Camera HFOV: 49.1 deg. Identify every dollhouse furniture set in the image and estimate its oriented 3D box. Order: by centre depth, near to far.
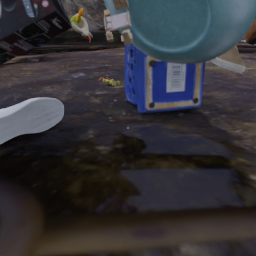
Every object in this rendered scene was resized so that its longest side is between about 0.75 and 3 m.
[{"bbox_3d":[-0.179,-1.626,4.168,0.403,0.777,0.344,-10,-21,10],"label":"dollhouse furniture set"}]

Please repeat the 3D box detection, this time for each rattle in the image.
[{"bbox_3d":[-1.513,-3.750,10.264,0.770,1.078,0.702,-28,23,30],"label":"rattle"}]

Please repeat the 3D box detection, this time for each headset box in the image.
[{"bbox_3d":[-2.679,-2.290,5.264,2.566,1.910,0.991,-24,-1,6],"label":"headset box"}]

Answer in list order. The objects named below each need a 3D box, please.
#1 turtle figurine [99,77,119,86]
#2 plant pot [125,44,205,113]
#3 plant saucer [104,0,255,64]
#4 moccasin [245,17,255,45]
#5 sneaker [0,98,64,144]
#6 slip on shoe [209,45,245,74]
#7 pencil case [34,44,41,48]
[{"bbox_3d":[-0.847,-2.074,12.717,0.760,0.303,0.942,20,17,26],"label":"turtle figurine"},{"bbox_3d":[1.181,-1.784,8.984,2.376,2.377,2.137,-5,26,-7],"label":"plant pot"},{"bbox_3d":[0.722,-2.061,4.783,2.803,2.803,0.540,9,54,23],"label":"plant saucer"},{"bbox_3d":[3.130,-2.590,6.176,1.057,1.116,2.891,-17,6,21],"label":"moccasin"},{"bbox_3d":[-2.987,-0.340,7.069,1.448,0.923,2.505,19,28,35],"label":"sneaker"},{"bbox_3d":[2.898,-2.471,8.513,0.983,0.783,2.585,15,32,-10],"label":"slip on shoe"},{"bbox_3d":[-2.578,-3.581,7.419,1.197,2.591,1.103,5,-5,3],"label":"pencil case"}]
